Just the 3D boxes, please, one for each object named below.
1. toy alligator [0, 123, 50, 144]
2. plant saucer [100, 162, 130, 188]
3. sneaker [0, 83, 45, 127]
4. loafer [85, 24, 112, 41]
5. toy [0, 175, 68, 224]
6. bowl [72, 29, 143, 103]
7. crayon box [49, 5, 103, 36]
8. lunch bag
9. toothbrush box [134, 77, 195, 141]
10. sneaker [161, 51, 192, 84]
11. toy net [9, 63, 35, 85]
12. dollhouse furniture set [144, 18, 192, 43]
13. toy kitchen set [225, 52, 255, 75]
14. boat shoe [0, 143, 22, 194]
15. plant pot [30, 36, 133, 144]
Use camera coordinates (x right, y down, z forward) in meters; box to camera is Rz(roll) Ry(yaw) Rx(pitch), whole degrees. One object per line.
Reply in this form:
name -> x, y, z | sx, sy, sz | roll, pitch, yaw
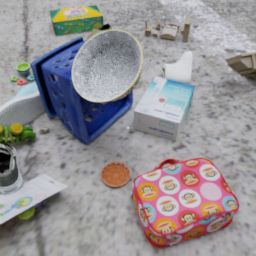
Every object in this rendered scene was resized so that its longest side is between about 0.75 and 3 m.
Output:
toy alligator -> -3.804, 0.251, 9.564 | 2.414, 0.800, 0.580 | -2, 65, -34
plant saucer -> -0.401, 1.505, 8.943 | 0.950, 0.153, 0.950 | 0, 46, 0
sneaker -> -3.977, -1.024, 10.950 | 1.228, 1.108, 2.998 | 23, 40, 31
loafer -> -1.666, -4.645, 14.599 | 1.006, 0.893, 2.647 | 18, 48, 17
toy -> -3.091, 2.211, 7.744 | 2.585, 0.610, 1.489 | -21, 22, -40
bowl -> -0.432, -1.553, 7.847 | 2.106, 0.988, 2.106 | -6, 73, 21
crayon box -> -3.003, -6.294, 16.296 | 2.835, 0.826, 1.684 | -13, 46, -12
lunch bag -> 1.449, 1.866, 7.905 | 2.643, 1.083, 2.328 | -13, 46, -12
toothbrush box -> 1.393, -0.794, 10.665 | 1.692, 0.986, 2.311 | 17, 49, 17
sneaker -> 2.221, -2.858, 12.850 | 1.317, 0.840, 2.280 | 10, 47, 5
toy net -> -4.245, -2.283, 12.565 | 2.166, 0.418, 1.136 | 19, 48, 17
dollhouse furniture set -> 2.228, -5.641, 15.487 | 2.411, 1.067, 1.250 | 13, 46, 13
toy kitchen set -> 5.650, -1.824, 11.643 | 2.442, 2.701, 2.994 | -11, 6, -16
boat shoe -> -3.939, 0.950, 8.805 | 0.914, 0.823, 2.585 | -24, 37, -23
plant pot -> -1.690, -1.617, 10.271 | 2.586, 2.876, 2.876 | 24, 50, 30
